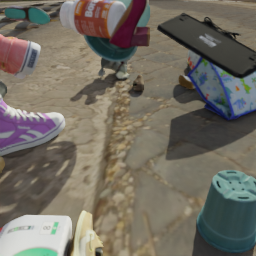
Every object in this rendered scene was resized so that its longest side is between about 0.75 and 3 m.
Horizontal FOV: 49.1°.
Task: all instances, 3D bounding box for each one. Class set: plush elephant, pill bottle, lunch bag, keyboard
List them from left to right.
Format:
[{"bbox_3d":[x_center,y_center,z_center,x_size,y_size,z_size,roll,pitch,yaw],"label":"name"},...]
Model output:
[{"bbox_3d":[-1.027,-3.194,8.139,1.807,1.014,1.014,15,33,22],"label":"pill bottle"},{"bbox_3d":[-0.485,-2.983,12.931,1.338,1.728,1.423,7,36,-35],"label":"plush elephant"},{"bbox_3d":[1.726,-1.696,5.846,1.187,0.452,2.281,-31,56,-21],"label":"keyboard"},{"bbox_3d":[3.703,-1.526,10.100,2.044,1.532,2.404,-18,66,-26],"label":"lunch bag"}]

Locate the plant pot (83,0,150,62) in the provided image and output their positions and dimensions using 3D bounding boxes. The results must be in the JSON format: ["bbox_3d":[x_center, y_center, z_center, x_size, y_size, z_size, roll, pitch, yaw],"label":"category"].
[{"bbox_3d":[-0.238,-3.717,9.757,2.033,2.033,1.991,13,50,21],"label":"plant pot"}]

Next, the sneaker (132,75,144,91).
[{"bbox_3d":[0.402,-1.942,11.903,0.463,0.432,1.227,-5,30,-1],"label":"sneaker"}]

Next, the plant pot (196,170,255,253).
[{"bbox_3d":[1.951,1.498,5.307,1.159,1.135,1.159,0,29,0],"label":"plant pot"}]

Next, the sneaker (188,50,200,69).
[{"bbox_3d":[3.707,-2.753,12.477,1.187,1.117,2.898,-2,52,-31],"label":"sneaker"}]

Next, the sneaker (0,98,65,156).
[{"bbox_3d":[-3.078,-0.259,7.881,2.797,1.595,1.014,-24,37,-37],"label":"sneaker"}]

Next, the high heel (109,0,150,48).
[{"bbox_3d":[-0.025,-1.638,3.736,0.613,1.276,0.430,4,43,8],"label":"high heel"}]

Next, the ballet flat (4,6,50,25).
[{"bbox_3d":[-2.404,-2.772,6.810,1.098,0.395,0.395,8,30,-1],"label":"ballet flat"}]

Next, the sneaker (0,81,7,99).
[{"bbox_3d":[-5.699,-1.434,10.782,2.150,0.760,1.066,8,29,3],"label":"sneaker"}]

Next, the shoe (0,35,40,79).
[{"bbox_3d":[-2.906,-1.789,6.644,1.189,0.934,2.615,18,2,-27],"label":"shoe"}]

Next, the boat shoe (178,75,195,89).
[{"bbox_3d":[2.579,-1.948,11.985,0.395,0.404,1.140,-5,32,-24],"label":"boat shoe"}]

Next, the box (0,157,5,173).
[{"bbox_3d":[-4.189,1.542,6.031,2.176,0.283,2.661,-2,30,-1],"label":"box"}]

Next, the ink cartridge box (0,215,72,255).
[{"bbox_3d":[-2.215,2.260,4.620,2.237,0.560,1.800,2,30,1],"label":"ink cartridge box"}]

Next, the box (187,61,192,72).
[{"bbox_3d":[3.552,-2.865,13.553,1.194,0.369,1.496,3,30,2],"label":"box"}]

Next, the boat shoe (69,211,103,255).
[{"bbox_3d":[-0.719,2.149,4.821,0.547,0.610,1.648,11,31,-7],"label":"boat shoe"}]
